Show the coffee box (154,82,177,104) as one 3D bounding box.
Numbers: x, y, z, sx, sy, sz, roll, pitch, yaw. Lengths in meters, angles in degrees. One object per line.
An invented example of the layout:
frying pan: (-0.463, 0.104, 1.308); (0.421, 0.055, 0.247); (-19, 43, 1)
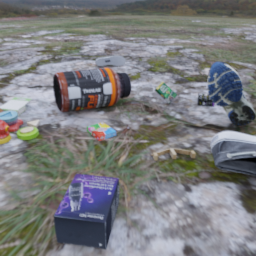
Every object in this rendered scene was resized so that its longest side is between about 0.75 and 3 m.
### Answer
coffee box: (1.518, -1.418, 11.259); (0.832, 0.183, 0.512); (44, 63, 3)

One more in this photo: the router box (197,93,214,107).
router box: (3.210, -1.159, 11.560); (0.661, 0.226, 0.887); (6, 28, 12)

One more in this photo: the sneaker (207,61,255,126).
sneaker: (3.228, -1.202, 9.176); (1.036, 2.689, 1.146); (-25, 41, 21)

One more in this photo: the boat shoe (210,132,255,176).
boat shoe: (3.504, 0.818, 6.784); (2.929, 1.051, 0.993); (10, 44, -1)

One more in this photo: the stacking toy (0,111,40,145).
stacking toy: (-3.669, -0.159, 9.122); (1.434, 0.669, 1.584); (-5, 28, -8)

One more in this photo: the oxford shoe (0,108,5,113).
oxford shoe: (-4.670, -0.529, 10.138); (1.095, 0.399, 0.390); (11, 29, 20)

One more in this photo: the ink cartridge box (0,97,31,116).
ink cartridge box: (-4.357, -0.839, 10.879); (0.838, 0.276, 1.151); (6, 28, 11)

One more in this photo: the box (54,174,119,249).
box: (-0.762, 1.617, 5.610); (0.987, 0.696, 1.334); (4, 27, 7)

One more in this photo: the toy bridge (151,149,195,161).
toy bridge: (1.256, 0.730, 7.924); (1.210, 0.165, 0.407); (-2, 23, -6)

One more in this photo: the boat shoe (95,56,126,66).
boat shoe: (-1.070, -3.978, 16.665); (1.822, 0.625, 0.516); (-5, 16, -13)

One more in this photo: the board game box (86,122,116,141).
board game box: (-0.884, 0.106, 9.156); (0.638, 0.168, 0.834); (-18, 32, -31)

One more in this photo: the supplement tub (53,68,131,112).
supplement tub: (-1.340, -1.509, 10.773); (2.834, 1.516, 1.516); (-11, 29, -23)
